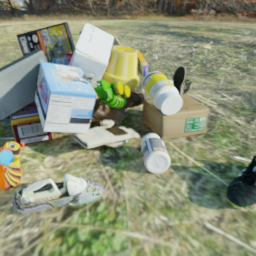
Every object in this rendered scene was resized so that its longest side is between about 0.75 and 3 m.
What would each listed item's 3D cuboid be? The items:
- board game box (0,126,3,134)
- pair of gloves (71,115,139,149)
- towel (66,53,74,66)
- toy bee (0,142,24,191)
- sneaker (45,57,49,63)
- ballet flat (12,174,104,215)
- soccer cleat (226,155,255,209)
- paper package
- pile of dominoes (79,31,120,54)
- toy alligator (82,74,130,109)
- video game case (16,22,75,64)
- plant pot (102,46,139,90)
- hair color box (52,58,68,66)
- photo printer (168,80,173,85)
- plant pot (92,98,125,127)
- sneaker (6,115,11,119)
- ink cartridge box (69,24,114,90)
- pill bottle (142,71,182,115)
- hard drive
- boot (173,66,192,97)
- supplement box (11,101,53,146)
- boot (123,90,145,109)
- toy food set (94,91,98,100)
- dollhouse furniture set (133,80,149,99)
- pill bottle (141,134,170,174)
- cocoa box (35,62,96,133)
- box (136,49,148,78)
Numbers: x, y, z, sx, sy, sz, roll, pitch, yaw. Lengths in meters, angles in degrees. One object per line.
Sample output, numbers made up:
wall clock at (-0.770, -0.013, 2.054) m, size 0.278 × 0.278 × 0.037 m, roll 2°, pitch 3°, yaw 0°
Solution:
board game box at (-4.930, 0.236, 10.048) m, size 0.465 × 0.218 × 0.915 m, roll 0°, pitch 27°, yaw 1°
pair of gloves at (-1.234, -0.188, 9.809) m, size 2.387 × 0.492 × 2.807 m, roll 0°, pitch 27°, yaw -43°
towel at (-2.425, -2.947, 12.605) m, size 0.621 × 0.858 × 0.097 m, roll -1°, pitch 35°, yaw 3°
toy bee at (-3.168, 0.748, 7.582) m, size 1.122 × 1.715 × 0.932 m, roll 3°, pitch 11°, yaw 36°
sneaker at (-4.132, -1.724, 9.874) m, size 2.871 × 1.138 × 1.371 m, roll -42°, pitch 47°, yaw -9°
ballet flat at (-1.673, 1.547, 6.840) m, size 2.214 × 0.796 × 0.796 m, roll -9°, pitch 28°, yaw -18°
soccer cleat at (3.272, 1.203, 7.266) m, size 0.810 × 0.972 × 2.399 m, roll 23°, pitch 35°, yaw 38°
paper package at (1.736, -0.457, 10.566) m, size 1.933 × 1.000 × 1.843 m, roll -8°, pitch 28°, yaw -17°
pile of dominoes at (-1.029, -3.374, 12.107) m, size 2.184 × 1.703 × 0.348 m, roll 16°, pitch 48°, yaw 30°
toy alligator at (-0.648, -1.096, 9.250) m, size 0.835 × 0.764 × 2.816 m, roll -8°, pitch -7°, yaw 24°
video game case at (-3.598, -3.206, 13.101) m, size 2.542 × 2.813 × 0.359 m, roll -8°, pitch 20°, yaw 15°
plant pot at (-0.215, -2.338, 10.684) m, size 1.438 × 1.353 × 1.438 m, roll 8°, pitch 31°, yaw -5°
hair color box at (-2.709, -2.460, 11.091) m, size 0.555 × 0.340 × 1.121 m, roll -3°, pitch -1°, yaw -16°
photo printer at (1.930, -2.075, 14.356) m, size 1.429 × 0.496 × 1.189 m, roll -23°, pitch 33°, yaw -39°
plant pot at (-0.793, -0.605, 10.315) m, size 0.973 × 0.983 × 0.983 m, roll 31°, pitch 14°, yaw -27°
sneaker at (-4.897, -0.840, 10.870) m, size 0.434 × 1.145 × 0.501 m, roll 16°, pitch 30°, yaw 24°
ink cartridge box at (-1.755, -2.172, 11.023) m, size 1.236 × 2.964 × 2.151 m, roll 21°, pitch 44°, yaw -15°
pill bottle at (1.169, -1.200, 9.695) m, size 0.930 × 0.930 × 1.628 m, roll -9°, pitch 40°, yaw -17°
hard drive at (-3.534, -1.418, 9.137) m, size 2.233 × 1.558 × 0.367 m, roll -36°, pitch 54°, yaw -19°
boot at (2.049, -1.749, 10.393) m, size 0.451 × 1.249 × 0.943 m, roll 23°, pitch 34°, yaw 30°
supplement box at (-3.557, -0.333, 10.301) m, size 1.255 × 0.974 × 2.274 m, roll -10°, pitch 28°, yaw -17°
boot at (-0.530, -1.211, 11.715) m, size 2.294 × 0.857 × 1.112 m, roll 10°, pitch 29°, yaw 41°
toy food set at (-2.030, -1.633, 13.511) m, size 1.860 × 0.541 × 2.695 m, roll -22°, pitch 47°, yaw -24°
dollhouse furniture set at (0.266, -1.451, 13.171) m, size 1.304 × 0.820 × 1.475 m, roll -20°, pitch 23°, yaw 15°
pill bottle at (0.788, 0.733, 8.458) m, size 0.751 × 0.751 × 1.291 m, roll -2°, pitch 27°, yaw -3°
cocoa box at (-2.013, -0.972, 8.726) m, size 1.387 × 1.365 × 2.079 m, roll 2°, pitch 32°, yaw -27°
box at (0.490, -2.448, 10.805) m, size 0.223 × 0.639 × 1.073 m, roll -21°, pitch 59°, yaw -16°
